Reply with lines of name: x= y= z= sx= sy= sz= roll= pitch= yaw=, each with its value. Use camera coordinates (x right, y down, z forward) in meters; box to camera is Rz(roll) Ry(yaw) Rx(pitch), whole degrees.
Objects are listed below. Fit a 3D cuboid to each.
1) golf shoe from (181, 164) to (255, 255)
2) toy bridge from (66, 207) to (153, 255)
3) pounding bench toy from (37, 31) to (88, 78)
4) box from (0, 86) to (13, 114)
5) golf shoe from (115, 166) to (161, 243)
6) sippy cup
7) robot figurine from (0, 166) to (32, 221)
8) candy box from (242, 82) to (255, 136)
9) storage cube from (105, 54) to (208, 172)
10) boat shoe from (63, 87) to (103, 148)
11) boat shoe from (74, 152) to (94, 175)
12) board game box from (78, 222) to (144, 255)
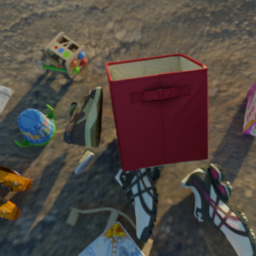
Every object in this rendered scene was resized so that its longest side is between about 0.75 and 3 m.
golf shoe: x=2.621 y=2.519 z=7.901 sx=1.310 sy=1.148 sz=2.973 roll=-26 pitch=66 yaw=9
toy bridge: x=-0.507 y=2.778 z=8.051 sx=2.565 sy=0.349 sz=0.862 roll=20 pitch=72 yaw=7
pounding bench toy: x=-2.226 y=-2.260 z=9.565 sx=1.134 sy=0.904 sz=1.454 roll=35 pitch=74 yaw=11
box: x=-4.428 y=-0.999 z=9.496 sx=0.690 sy=0.182 sz=0.885 roll=19 pitch=70 yaw=7
golf shoe: x=0.258 y=1.831 z=8.086 sx=1.314 sy=1.081 sz=2.781 roll=3 pitch=60 yaw=4
sippy cup: x=-2.912 y=-0.073 z=8.727 sx=1.072 sy=1.001 sz=1.366 roll=1 pitch=71 yaw=1
robot figurine: x=-4.262 y=1.768 z=8.216 sx=2.502 sy=0.728 sz=1.814 roll=16 pitch=71 yaw=5
candy box: x=4.153 y=-0.695 z=8.883 sx=0.505 sy=1.130 sz=1.656 roll=14 pitch=70 yaw=7
storage cube: x=0.722 y=-0.548 z=7.710 sx=2.308 sy=2.700 sz=2.427 roll=-9 pitch=112 yaw=-3
boat shoe: x=-1.193 y=-0.441 z=7.793 sx=0.945 sy=2.915 sz=1.067 roll=2 pitch=114 yaw=-4
boat shoe: x=-1.401 y=1.089 z=8.730 sx=0.254 sy=0.294 sz=0.817 roll=29 pitch=64 yaw=27
board game box: x=-0.449 y=4.020 z=7.268 sx=2.194 sy=0.284 sz=2.194 roll=-42 pitch=68 yaw=0
